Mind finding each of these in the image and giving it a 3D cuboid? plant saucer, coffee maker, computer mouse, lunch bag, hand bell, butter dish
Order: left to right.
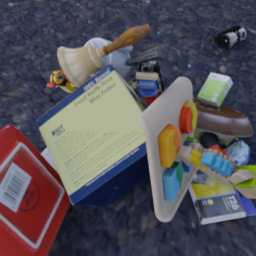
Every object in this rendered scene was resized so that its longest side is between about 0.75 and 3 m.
[{"bbox_3d":[-3.101,1.828,6.725,2.060,2.779,2.787,-21,27,24],"label":"butter dish"},{"bbox_3d":[-0.502,-2.001,7.075,2.281,1.188,1.188,-24,52,16],"label":"hand bell"},{"bbox_3d":[2.358,-0.463,8.510,2.904,0.466,2.904,12,17,-4],"label":"plant saucer"},{"bbox_3d":[2.652,0.497,7.881,0.928,1.321,0.304,-31,40,21],"label":"computer mouse"},{"bbox_3d":[4.311,-3.940,11.994,1.081,0.728,1.039,-29,57,-21],"label":"coffee maker"},{"bbox_3d":[2.799,0.850,7.598,0.410,0.995,0.800,42,37,-2],"label":"lunch bag"}]

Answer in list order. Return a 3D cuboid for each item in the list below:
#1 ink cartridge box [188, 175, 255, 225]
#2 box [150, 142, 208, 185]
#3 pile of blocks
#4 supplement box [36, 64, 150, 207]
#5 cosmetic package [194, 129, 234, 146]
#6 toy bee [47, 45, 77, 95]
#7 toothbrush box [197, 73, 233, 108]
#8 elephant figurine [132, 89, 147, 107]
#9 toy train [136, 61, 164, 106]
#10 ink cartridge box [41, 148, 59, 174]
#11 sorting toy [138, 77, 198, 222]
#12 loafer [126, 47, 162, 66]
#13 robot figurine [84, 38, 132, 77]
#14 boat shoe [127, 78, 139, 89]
[{"bbox_3d":[2.547,1.772,7.803,1.588,0.373,1.570,-10,45,-4],"label":"ink cartridge box"},{"bbox_3d":[1.514,0.696,8.367,1.561,0.493,1.980,4,43,7],"label":"box"},{"bbox_3d":[2.041,0.736,5.712,2.018,0.828,0.627,28,67,0],"label":"pile of blocks"},{"bbox_3d":[-0.558,0.287,7.390,2.555,1.715,2.553,-36,64,8],"label":"supplement box"},{"bbox_3d":[2.196,0.000,8.062,1.598,0.840,0.568,12,50,-3],"label":"cosmetic package"},{"bbox_3d":[-1.867,-1.338,8.006,1.652,1.081,0.898,42,66,-16],"label":"toy bee"},{"bbox_3d":[2.655,-1.162,8.573,0.651,0.385,0.894,26,84,41],"label":"toothbrush box"},{"bbox_3d":[-0.009,-1.019,9.418,0.824,1.062,0.751,-40,37,-20],"label":"elephant figurine"},{"bbox_3d":[0.586,-0.855,6.698,0.499,2.925,0.670,6,83,12],"label":"toy train"},{"bbox_3d":[-1.920,0.837,8.648,1.211,0.262,1.189,31,58,11],"label":"ink cartridge box"},{"bbox_3d":[1.125,0.429,6.278,0.467,2.558,2.368,4,31,32],"label":"sorting toy"},{"bbox_3d":[0.459,-2.133,8.401,1.120,0.403,0.352,-9,83,21],"label":"loafer"},{"bbox_3d":[-0.657,-2.084,8.641,1.702,2.007,1.134,-26,82,27],"label":"robot figurine"},{"bbox_3d":[0.150,-1.453,9.076,0.334,0.288,0.914,11,28,39],"label":"boat shoe"}]
